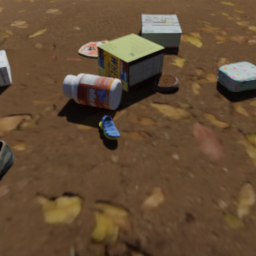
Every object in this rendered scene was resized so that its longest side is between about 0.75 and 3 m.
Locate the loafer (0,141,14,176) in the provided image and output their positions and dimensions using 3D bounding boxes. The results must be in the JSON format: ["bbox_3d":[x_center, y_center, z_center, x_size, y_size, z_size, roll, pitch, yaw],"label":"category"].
[{"bbox_3d":[-4.037,1.319,7.893,0.835,0.731,2.323,5,40,6],"label":"loafer"}]

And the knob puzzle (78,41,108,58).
[{"bbox_3d":[-1.719,-4.224,14.873,2.062,0.286,2.062,0,41,0],"label":"knob puzzle"}]

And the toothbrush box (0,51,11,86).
[{"bbox_3d":[-6.411,-2.474,12.264,2.212,0.952,1.611,-12,42,-16],"label":"toothbrush box"}]

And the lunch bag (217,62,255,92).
[{"bbox_3d":[4.853,-2.163,12.094,1.792,0.691,1.437,-13,44,-15],"label":"lunch bag"}]

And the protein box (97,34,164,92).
[{"bbox_3d":[0.095,-2.947,12.450,2.097,1.415,2.082,-29,48,-30],"label":"protein box"}]

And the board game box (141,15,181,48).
[{"bbox_3d":[1.800,-5.573,16.009,2.101,0.915,2.848,2,41,1],"label":"board game box"}]

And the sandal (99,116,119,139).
[{"bbox_3d":[-0.637,-0.021,9.596,0.455,0.498,1.145,-2,34,-36],"label":"sandal"}]

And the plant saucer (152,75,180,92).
[{"bbox_3d":[1.639,-1.973,12.137,1.177,0.203,1.177,-6,39,5],"label":"plant saucer"}]

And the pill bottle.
[{"bbox_3d":[-1.392,-1.433,10.848,2.108,1.183,1.183,11,41,14],"label":"pill bottle"}]
